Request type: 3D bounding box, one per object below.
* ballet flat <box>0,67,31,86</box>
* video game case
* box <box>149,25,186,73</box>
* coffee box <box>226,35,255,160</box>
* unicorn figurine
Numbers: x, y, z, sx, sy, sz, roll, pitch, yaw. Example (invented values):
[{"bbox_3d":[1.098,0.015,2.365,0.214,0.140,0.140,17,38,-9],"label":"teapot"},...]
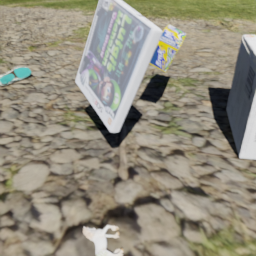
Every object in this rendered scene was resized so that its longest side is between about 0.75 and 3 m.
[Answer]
[{"bbox_3d":[-5.513,-2.473,13.393,0.629,0.629,1.753,23,39,31],"label":"ballet flat"},{"bbox_3d":[-0.477,-1.773,7.468,0.336,2.878,2.617,-2,40,-37],"label":"video game case"},{"bbox_3d":[1.394,-2.886,9.943,0.821,0.894,2.552,29,34,1],"label":"box"},{"bbox_3d":[4.994,-0.970,8.692,2.949,2.978,2.982,5,33,8],"label":"coffee box"},{"bbox_3d":[-0.540,2.363,5.847,0.763,0.410,1.111,-9,34,-9],"label":"unicorn figurine"}]
